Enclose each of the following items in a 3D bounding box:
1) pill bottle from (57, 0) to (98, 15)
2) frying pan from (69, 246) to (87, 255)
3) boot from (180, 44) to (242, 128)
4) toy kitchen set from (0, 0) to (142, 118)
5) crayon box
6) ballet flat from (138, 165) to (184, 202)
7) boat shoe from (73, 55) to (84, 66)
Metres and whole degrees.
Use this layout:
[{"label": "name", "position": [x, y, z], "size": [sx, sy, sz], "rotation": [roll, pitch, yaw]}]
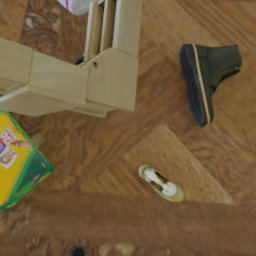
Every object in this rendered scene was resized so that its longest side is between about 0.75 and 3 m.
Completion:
[{"label": "pill bottle", "position": [-1.642, -3.747, 6.592], "size": [2.014, 1.142, 1.142], "rotation": [42, 79, 4]}, {"label": "frying pan", "position": [-1.122, 3.255, 7.105], "size": [0.760, 0.124, 0.460], "rotation": [10, 76, 1]}, {"label": "boot", "position": [2.572, -1.327, 7.947], "size": [1.743, 0.976, 2.520], "rotation": [-5, 76, -6]}, {"label": "toy kitchen set", "position": [-1.537, -1.553, 5.351], "size": [2.737, 2.233, 2.470], "rotation": [12, 79, -38]}, {"label": "crayon box", "position": [-3.432, 0.624, 7.455], "size": [1.578, 0.774, 2.658], "rotation": [-41, 79, -10]}, {"label": "ballet flat", "position": [0.866, 1.476, 7.401], "size": [1.416, 0.500, 0.500], "rotation": [37, 78, 9]}, {"label": "boat shoe", "position": [-1.094, -1.820, 8.152], "size": [0.789, 0.743, 2.197], "rotation": [38, 77, 11]}]
